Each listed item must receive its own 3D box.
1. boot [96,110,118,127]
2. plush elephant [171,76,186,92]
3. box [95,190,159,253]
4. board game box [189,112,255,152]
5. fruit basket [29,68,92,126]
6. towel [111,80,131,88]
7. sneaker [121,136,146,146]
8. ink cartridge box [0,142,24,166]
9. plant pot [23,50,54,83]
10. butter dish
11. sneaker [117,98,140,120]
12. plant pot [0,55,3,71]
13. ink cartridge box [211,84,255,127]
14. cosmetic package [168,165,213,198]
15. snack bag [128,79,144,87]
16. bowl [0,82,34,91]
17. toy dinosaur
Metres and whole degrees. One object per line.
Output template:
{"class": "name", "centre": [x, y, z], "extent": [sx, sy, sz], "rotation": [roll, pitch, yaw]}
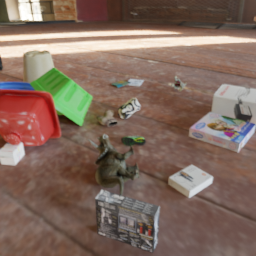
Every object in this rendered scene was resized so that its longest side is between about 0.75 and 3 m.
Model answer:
{"class": "boot", "centre": [-0.733, -0.362, 11.458], "extent": [0.802, 0.385, 1.096], "rotation": [29, 39, 33]}
{"class": "plush elephant", "centre": [2.707, -2.261, 14.722], "extent": [0.581, 0.750, 0.618], "rotation": [11, 66, 44]}
{"class": "box", "centre": [-0.034, 1.997, 6.010], "extent": [1.353, 1.067, 0.337], "rotation": [10, 29, 20]}
{"class": "board game box", "centre": [3.536, 0.088, 10.481], "extent": [1.852, 0.382, 1.856], "rotation": [19, 33, 32]}
{"class": "fruit basket", "centre": [-3.201, -0.926, 11.420], "extent": [2.918, 2.105, 2.918], "rotation": [-23, 47, 28]}
{"class": "towel", "centre": [-0.389, -2.475, 15.723], "extent": [0.912, 0.099, 0.669], "rotation": [-22, 34, -27]}
{"class": "sneaker", "centre": [0.170, 0.449, 9.921], "extent": [0.866, 0.338, 0.369], "rotation": [5, 19, -10]}
{"class": "ink cartridge box", "centre": [-3.731, 0.833, 8.925], "extent": [0.487, 0.475, 0.758], "rotation": [4, 27, 7]}
{"class": "plant pot", "centre": [-4.783, -3.088, 15.013], "extent": [2.094, 1.917, 2.094], "rotation": [0, 27, 0]}
{"class": "butter dish", "centre": [-3.525, -0.076, 9.277], "extent": [2.104, 2.098, 1.555], "rotation": [4, 41, 6]}
{"class": "sneaker", "centre": [-0.026, -0.794, 11.947], "extent": [0.982, 0.602, 1.509], "rotation": [-30, 8, -2]}
{"class": "plant pot", "centre": [-8.708, -4.171, 18.346], "extent": [0.935, 0.937, 0.831], "rotation": [-14, 43, -26]}
{"class": "ink cartridge box", "centre": [4.972, -0.920, 11.698], "extent": [2.526, 1.057, 1.832], "rotation": [15, 31, 26]}
{"class": "cosmetic package", "centre": [1.761, 1.483, 7.905], "extent": [1.017, 0.263, 0.767], "rotation": [-21, 36, -35]}
{"class": "snack bag", "centre": [0.366, -2.593, 16.033], "extent": [0.880, 0.100, 0.934], "rotation": [8, 30, 15]}
{"class": "bowl", "centre": [-5.188, -1.615, 13.294], "extent": [2.592, 0.509, 2.592], "rotation": [7, 21, -3]}
{"class": "toy dinosaur", "centre": [-0.400, 1.229, 7.929], "extent": [1.345, 1.013, 2.631], "rotation": [-13, 34, 4]}
